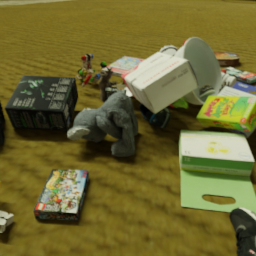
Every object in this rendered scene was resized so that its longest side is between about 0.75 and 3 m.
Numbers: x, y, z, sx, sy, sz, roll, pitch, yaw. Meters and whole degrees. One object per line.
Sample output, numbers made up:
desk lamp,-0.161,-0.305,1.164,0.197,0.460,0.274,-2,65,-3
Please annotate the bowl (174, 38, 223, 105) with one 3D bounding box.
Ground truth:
bowl,2.615,-2.128,11.504,1.263,2.811,2.811,-13,15,47

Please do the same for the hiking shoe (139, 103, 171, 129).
hiking shoe,0.876,-0.876,10.451,0.973,0.835,2.244,16,26,-20

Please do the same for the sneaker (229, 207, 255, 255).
sneaker,2.408,2.430,5.471,0.892,0.771,2.037,-12,33,-9

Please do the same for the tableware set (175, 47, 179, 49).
tableware set,3.091,-4.838,17.708,0.665,0.202,1.006,-35,39,-26

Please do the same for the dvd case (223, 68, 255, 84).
dvd case,5.565,-2.655,14.030,1.316,0.198,1.803,-20,38,-40

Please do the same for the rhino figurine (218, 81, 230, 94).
rhino figurine,3.762,-1.538,11.044,0.244,0.357,0.816,22,43,34

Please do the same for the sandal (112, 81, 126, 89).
sandal,0.199,-1.970,12.493,2.870,0.775,1.153,-16,35,-26

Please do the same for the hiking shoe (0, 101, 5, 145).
hiking shoe,-4.977,-0.356,9.665,1.185,1.017,2.734,-10,33,-17

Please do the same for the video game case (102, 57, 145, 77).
video game case,-0.021,-3.324,15.229,1.776,0.217,2.484,16,35,23

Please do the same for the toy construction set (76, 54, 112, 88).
toy construction set,-1.870,-2.409,13.115,1.498,1.381,1.797,36,38,-10

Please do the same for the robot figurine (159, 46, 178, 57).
robot figurine,1.990,-3.090,13.020,1.289,1.070,1.715,1,48,-12

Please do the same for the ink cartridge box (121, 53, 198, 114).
ink cartridge box,1.007,-1.657,9.738,1.781,1.037,2.446,-33,25,-3

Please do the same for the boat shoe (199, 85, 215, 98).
boat shoe,3.097,-1.491,11.172,0.512,0.432,1.436,-12,-2,3

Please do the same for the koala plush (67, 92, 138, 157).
koala plush,-0.846,-0.170,8.918,2.010,1.847,1.782,-6,30,13

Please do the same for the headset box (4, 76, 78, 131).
headset box,-3.119,-0.933,10.199,2.183,1.012,1.900,3,47,3

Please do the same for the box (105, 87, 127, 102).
box,-0.490,-1.178,10.905,0.800,0.655,0.345,6,31,1

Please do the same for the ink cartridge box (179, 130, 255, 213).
ink cartridge box,2.435,1.068,7.779,1.982,0.653,2.724,5,30,7

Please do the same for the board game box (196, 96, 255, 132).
board game box,3.299,-0.517,9.215,1.965,0.468,0.998,12,66,57

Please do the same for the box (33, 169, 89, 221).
box,-1.639,1.654,7.122,1.023,0.282,1.498,2,32,3

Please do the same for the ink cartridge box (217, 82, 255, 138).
ink cartridge box,3.957,-0.819,9.893,1.964,0.425,1.928,-49,39,-5

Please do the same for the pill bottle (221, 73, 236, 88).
pill bottle,4.204,-2.167,12.867,1.308,0.745,0.745,25,40,33

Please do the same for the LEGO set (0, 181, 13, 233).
LEGO set,-3.618,1.612,6.628,2.268,0.865,0.931,11,7,12

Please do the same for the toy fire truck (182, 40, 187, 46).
toy fire truck,3.393,-3.555,13.848,2.137,1.507,0.521,-11,47,-35

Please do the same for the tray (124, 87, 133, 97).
tray,0.666,-1.865,11.624,1.963,0.218,1.054,-36,29,-10

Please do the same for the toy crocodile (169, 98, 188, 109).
toy crocodile,1.500,-1.292,11.513,2.156,0.666,0.728,33,3,33

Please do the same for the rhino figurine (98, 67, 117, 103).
rhino figurine,-0.808,-1.652,11.138,0.720,1.646,0.492,-3,38,-1

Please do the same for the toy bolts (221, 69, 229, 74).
toy bolts,4.369,-2.434,13.663,0.939,0.682,0.983,27,-3,-42

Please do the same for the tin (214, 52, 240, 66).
tin,5.150,-3.947,16.029,2.370,0.496,1.327,1,28,1
